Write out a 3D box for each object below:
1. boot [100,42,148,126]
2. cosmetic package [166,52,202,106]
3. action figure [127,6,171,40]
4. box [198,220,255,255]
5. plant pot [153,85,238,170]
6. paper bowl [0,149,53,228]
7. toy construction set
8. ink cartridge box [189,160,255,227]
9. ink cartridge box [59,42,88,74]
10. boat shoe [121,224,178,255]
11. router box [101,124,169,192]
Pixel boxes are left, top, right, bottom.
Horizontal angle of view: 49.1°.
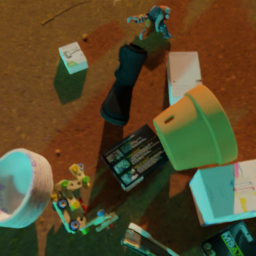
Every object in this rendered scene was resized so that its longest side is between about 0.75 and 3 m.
[{"bbox_3d":[-0.120,-1.670,9.982,1.085,2.387,2.841,17,28,-8],"label":"boot"},{"bbox_3d":[2.291,-1.991,11.534,1.269,0.913,2.250,-2,64,1],"label":"cosmetic package"},{"bbox_3d":[1.207,-4.930,12.983,1.934,1.046,1.999,-34,68,-6],"label":"action figure"},{"bbox_3d":[3.360,4.068,8.792,1.663,0.409,1.722,-24,66,-8],"label":"box"},{"bbox_3d":[2.021,0.197,9.142,1.865,2.664,2.664,-24,65,2],"label":"plant pot"},{"bbox_3d":[-3.409,1.971,9.057,2.392,1.244,2.392,-16,60,28],"label":"paper bowl"},{"bbox_3d":[-1.545,2.479,9.271,1.635,1.149,2.494,-27,71,-38],"label":"toy construction set"},{"bbox_3d":[3.513,2.110,9.111,2.477,1.592,1.551,-9,63,-6],"label":"ink cartridge box"},{"bbox_3d":[-2.407,-3.074,12.308,0.868,0.501,1.193,-24,66,-11],"label":"ink cartridge box"},{"bbox_3d":[0.906,3.945,8.623,2.453,0.877,0.733,30,67,20],"label":"boat shoe"},{"bbox_3d":[0.319,1.041,10.221,2.142,0.547,1.597,-33,68,-15],"label":"router box"}]
